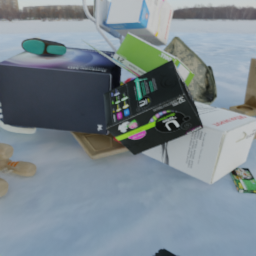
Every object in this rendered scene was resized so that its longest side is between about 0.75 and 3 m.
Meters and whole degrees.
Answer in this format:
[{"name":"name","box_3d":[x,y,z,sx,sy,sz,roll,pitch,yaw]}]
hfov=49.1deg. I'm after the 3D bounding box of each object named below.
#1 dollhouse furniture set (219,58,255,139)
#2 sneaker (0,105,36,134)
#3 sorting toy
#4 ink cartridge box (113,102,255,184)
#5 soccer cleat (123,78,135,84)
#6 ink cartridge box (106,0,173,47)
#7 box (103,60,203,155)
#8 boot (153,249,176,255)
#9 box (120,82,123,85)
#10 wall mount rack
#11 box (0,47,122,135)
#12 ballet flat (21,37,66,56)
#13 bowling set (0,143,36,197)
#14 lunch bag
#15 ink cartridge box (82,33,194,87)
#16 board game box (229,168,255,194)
[{"name":"dollhouse furniture set","box_3d":[3.785,-1.015,8.663,2.230,1.817,2.121,-11,25,-25]},{"name":"sneaker","box_3d":[-3.449,-0.580,8.236,2.246,0.949,0.842,27,13,30]},{"name":"sorting toy","box_3d":[-0.265,0.078,7.829,2.719,0.364,2.025,-11,36,-35]},{"name":"ink cartridge box","box_3d":[1.305,0.053,6.599,2.703,1.132,1.950,21,22,38]},{"name":"soccer cleat","box_3d":[0.229,-1.150,8.733,1.082,1.009,2.958,30,6,4]},{"name":"ink cartridge box","box_3d":[0.423,-3.072,7.854,1.105,1.134,1.765,11,-2,33]},{"name":"box","box_3d":[0.438,-0.320,5.174,1.461,1.085,0.908,-24,49,19]},{"name":"boot","box_3d":[0.666,2.202,2.247,2.115,0.955,2.581,15,23,34]},{"name":"box","box_3d":[-0.647,-1.385,10.704,1.263,0.305,0.741,-35,13,-28]},{"name":"wall mount rack","box_3d":[-0.227,-2.831,7.940,0.985,2.295,2.641,0,0,24]},{"name":"box","box_3d":[-1.600,-1.180,7.599,2.662,1.640,2.640,5,27,2]},{"name":"ballet flat","box_3d":[-2.016,-1.939,6.641,1.120,0.409,0.409,-4,20,-40]},{"name":"bowling set","box_3d":[-2.928,0.605,5.300,1.229,1.593,2.289,7,20,20]},{"name":"lunch bag","box_3d":[1.646,-1.352,8.238,1.228,2.088,1.713,-45,-4,-6]},{"name":"ink cartridge box","box_3d":[0.287,-1.499,6.106,1.572,0.805,2.126,40,11,34]},{"name":"board game box","box_3d":[2.441,1.095,5.912,0.444,0.099,0.847,4,23,4]}]
